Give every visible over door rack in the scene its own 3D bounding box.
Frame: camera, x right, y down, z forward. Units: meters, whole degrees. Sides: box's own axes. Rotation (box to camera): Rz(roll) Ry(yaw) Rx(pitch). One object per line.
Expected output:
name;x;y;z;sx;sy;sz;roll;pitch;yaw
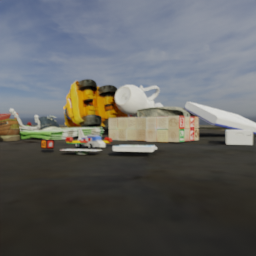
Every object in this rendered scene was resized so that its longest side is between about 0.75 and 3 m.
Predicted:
over door rack;-4.563;-0.189;10.368;2.466;0.822;1.822;-5;-3;-17

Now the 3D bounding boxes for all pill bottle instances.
pill bottle;0.786;-0.554;14.245;2.050;1.167;1.167;-18;7;-20

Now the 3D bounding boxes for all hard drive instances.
hard drive;3.825;-0.342;10.936;2.793;0.354;1.843;10;17;-29

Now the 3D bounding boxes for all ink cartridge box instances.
ink cartridge box;2.853;0.238;7.258;0.627;0.362;0.865;0;1;18

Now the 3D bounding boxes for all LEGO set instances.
LEGO set;-0.523;0.235;5.388;2.085;0.512;1.558;0;-2;10

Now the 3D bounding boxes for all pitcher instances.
pitcher;0.457;-1.297;12.163;1.227;1.736;2.024;40;10;34

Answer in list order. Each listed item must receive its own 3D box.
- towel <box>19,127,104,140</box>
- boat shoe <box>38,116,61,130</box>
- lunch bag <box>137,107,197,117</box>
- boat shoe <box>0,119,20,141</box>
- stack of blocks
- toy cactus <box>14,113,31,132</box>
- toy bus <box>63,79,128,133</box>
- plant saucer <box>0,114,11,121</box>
towel;-2.360;0.236;9.911;1.906;0.392;2.555;-2;2;35
boat shoe;-3.819;-0.148;13.319;0.946;0.782;2.528;-17;2;-3
lunch bag;1.709;-0.288;11.566;2.121;1.247;1.740;-5;-2;32
boat shoe;-4.317;0.034;8.639;2.081;0.707;0.749;0;1;4
stack of blocks;0.771;0.024;8.699;2.446;0.716;1.408;0;1;35
toy cactus;-5.077;-0.047;12.767;1.852;0.947;1.528;-9;-11;18
toy bus;-1.857;-0.670;12.335;2.771;1.959;2.887;-18;-17;37
plant saucer;-6.516;-0.118;11.879;2.445;0.450;2.449;-20;15;-40
